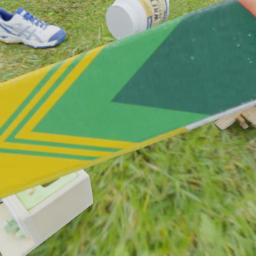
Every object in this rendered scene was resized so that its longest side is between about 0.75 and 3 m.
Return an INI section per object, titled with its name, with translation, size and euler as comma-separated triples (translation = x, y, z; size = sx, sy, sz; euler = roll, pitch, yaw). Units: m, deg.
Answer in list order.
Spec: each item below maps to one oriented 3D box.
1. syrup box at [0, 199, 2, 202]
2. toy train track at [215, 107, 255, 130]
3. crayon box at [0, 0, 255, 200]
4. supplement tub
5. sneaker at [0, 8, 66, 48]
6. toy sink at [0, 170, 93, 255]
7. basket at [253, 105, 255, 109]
[syrup box]
translation = -3.156, 1.303, 5.587
size = 0.747, 0.773, 1.898
euler = 34, 55, 29
[toy train track]
translation = 2.875, -0.783, 7.886
size = 1.567, 0.444, 2.731
euler = -41, 42, 8
[crayon box]
translation = -0.516, -0.203, 2.548
size = 2.843, 0.722, 1.805
euler = -21, 14, -1
[supplement tub]
translation = 0.269, -3.179, 7.771
size = 1.151, 1.151, 1.594
euler = 30, 55, 27
[sneaker]
translation = -3.720, -3.775, 10.439
size = 2.735, 1.206, 1.030
euler = 6, 44, 4
[toy sink]
translation = -1.806, 1.331, 5.347
size = 1.879, 1.053, 1.225
euler = -32, 53, -29
[basket]
translation = 2.574, -0.957, 4.668
size = 1.750, 1.984, 1.380
euler = 43, 94, 5
